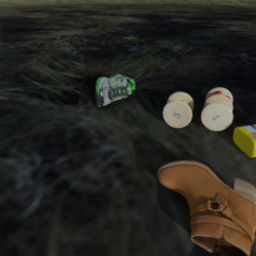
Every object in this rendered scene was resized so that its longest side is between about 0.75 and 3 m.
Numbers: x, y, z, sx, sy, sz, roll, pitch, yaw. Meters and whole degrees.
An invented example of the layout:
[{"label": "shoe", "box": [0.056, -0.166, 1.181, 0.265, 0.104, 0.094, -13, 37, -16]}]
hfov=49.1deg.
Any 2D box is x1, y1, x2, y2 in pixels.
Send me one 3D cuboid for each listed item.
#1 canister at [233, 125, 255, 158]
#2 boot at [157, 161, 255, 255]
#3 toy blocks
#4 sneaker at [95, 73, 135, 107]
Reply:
[{"label": "canister", "box": [3.792, 0.291, 7.694, 1.436, 0.622, 1.067, -8, 30, -12]}, {"label": "boot", "box": [1.381, 1.494, 5.409, 2.137, 0.787, 1.653, 9, 35, 23]}, {"label": "toy blocks", "box": [2.401, -0.828, 9.392, 2.072, 0.903, 2.487, 5, 24, 18]}, {"label": "sneaker", "box": [-0.477, -1.482, 10.496, 1.057, 0.968, 2.482, 11, 31, 19]}]
